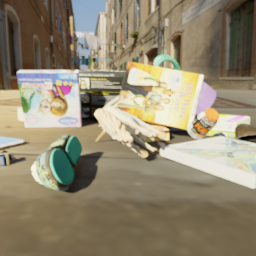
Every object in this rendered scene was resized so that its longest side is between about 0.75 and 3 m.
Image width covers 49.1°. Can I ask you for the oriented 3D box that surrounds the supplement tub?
[{"bbox_3d":[2.013,-0.113,7.489,0.521,0.850,0.521,14,48,-16],"label":"supplement tub"}]

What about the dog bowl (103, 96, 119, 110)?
[{"bbox_3d":[-0.015,-0.679,10.523,2.060,0.759,2.060,-26,23,12],"label":"dog bowl"}]

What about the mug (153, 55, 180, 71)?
[{"bbox_3d":[1.697,-1.572,12.223,1.713,2.276,2.770,-8,-17,-17],"label":"mug"}]

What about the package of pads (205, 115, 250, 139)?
[{"bbox_3d":[3.318,-0.104,9.802,1.373,0.606,1.778,7,12,36],"label":"package of pads"}]

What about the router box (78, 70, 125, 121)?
[{"bbox_3d":[-1.032,-1.419,12.419,2.988,2.228,0.763,3,12,8],"label":"router box"}]

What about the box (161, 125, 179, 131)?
[{"bbox_3d":[1.759,-0.092,10.818,1.257,0.237,0.858,-3,11,-18],"label":"box"}]

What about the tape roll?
[{"bbox_3d":[3.181,-1.241,12.942,0.718,1.689,1.689,38,4,-11],"label":"tape roll"}]

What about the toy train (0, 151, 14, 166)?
[{"bbox_3d":[-3.489,0.692,6.247,1.805,0.308,0.413,-1,14,-1],"label":"toy train"}]

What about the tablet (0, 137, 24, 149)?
[{"bbox_3d":[-4.123,0.514,7.700,1.370,0.144,2.106,5,11,29],"label":"tablet"}]

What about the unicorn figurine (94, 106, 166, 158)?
[{"bbox_3d":[-0.095,0.015,7.078,1.928,1.036,2.806,30,-12,16],"label":"unicorn figurine"}]

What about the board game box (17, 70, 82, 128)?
[{"bbox_3d":[-2.946,-1.080,10.736,2.210,2.205,0.455,-1,26,-3],"label":"board game box"}]

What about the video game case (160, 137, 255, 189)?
[{"bbox_3d":[2.426,0.650,6.492,2.315,0.279,2.539,-7,13,-33],"label":"video game case"}]

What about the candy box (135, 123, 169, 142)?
[{"bbox_3d":[0.757,0.129,9.168,0.771,0.369,1.336,-3,12,-11],"label":"candy box"}]

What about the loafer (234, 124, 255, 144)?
[{"bbox_3d":[3.794,0.351,7.671,1.756,0.641,0.626,7,42,30],"label":"loafer"}]

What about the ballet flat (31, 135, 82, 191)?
[{"bbox_3d":[-1.405,0.721,5.352,0.832,0.832,2.242,0,8,1],"label":"ballet flat"}]

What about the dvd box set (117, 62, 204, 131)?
[{"bbox_3d":[0.994,-1.027,9.082,2.520,1.843,0.370,14,-3,13],"label":"dvd box set"}]

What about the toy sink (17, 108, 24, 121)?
[{"bbox_3d":[-4.536,-0.608,12.729,0.900,0.587,0.504,6,11,35],"label":"toy sink"}]
